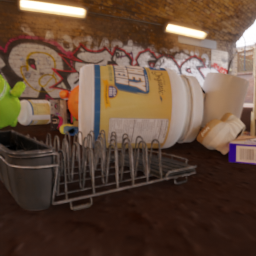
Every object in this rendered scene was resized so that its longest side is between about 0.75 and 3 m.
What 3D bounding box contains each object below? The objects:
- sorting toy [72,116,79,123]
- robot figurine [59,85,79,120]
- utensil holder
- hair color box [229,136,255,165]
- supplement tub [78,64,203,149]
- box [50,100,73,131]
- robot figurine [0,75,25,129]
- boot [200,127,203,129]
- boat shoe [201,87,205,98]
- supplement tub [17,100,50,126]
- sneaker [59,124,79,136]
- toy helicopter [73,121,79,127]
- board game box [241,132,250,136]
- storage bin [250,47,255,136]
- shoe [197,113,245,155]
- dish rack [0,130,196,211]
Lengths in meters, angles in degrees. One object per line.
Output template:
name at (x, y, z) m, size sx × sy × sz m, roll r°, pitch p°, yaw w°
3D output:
sorting toy at (-3.278, -0.930, 15.981) m, size 1.676 × 1.145 × 2.790 m, roll 5°, pitch 8°, yaw 36°
robot figurine at (-1.602, -0.987, 10.896) m, size 1.452 × 1.791 × 2.490 m, roll -34°, pitch 14°, yaw -4°
utensil holder at (3.223, -0.826, 9.790) m, size 1.604 × 1.888 × 1.604 m, roll 16°, pitch 5°, yaw -1°
hair color box at (2.704, 0.453, 6.071) m, size 0.750 × 0.444 × 1.371 m, roll 3°, pitch 5°, yaw 31°
supplement tub at (0.202, -0.505, 7.041) m, size 2.830 × 2.047 × 2.047 m, roll 1°, pitch 6°, yaw -9°
box at (-2.771, -0.536, 11.596) m, size 0.721 × 1.257 × 0.830 m, roll -1°, pitch 5°, yaw 6°
robot figurine at (-5.314, -1.102, 10.924) m, size 2.524 × 1.664 × 2.877 m, roll -9°, pitch -31°, yaw 0°
boot at (2.547, -0.662, 10.710) m, size 1.730 × 1.515 × 0.572 m, roll 12°, pitch 4°, yaw -12°
boat shoe at (1.497, -0.319, 9.289) m, size 2.626 × 0.980 × 1.218 m, roll -40°, pitch -13°, yaw -24°
supplement tub at (-4.549, -0.774, 14.038) m, size 1.235 × 1.235 × 1.707 m, roll 5°, pitch 7°, yaw 39°
sneaker at (-1.855, 0.079, 10.168) m, size 1.165 × 0.441 × 0.612 m, roll -13°, pitch 24°, yaw -34°
toy helicopter at (-0.844, 0.008, 9.622) m, size 2.114 × 0.834 × 1.398 m, roll 8°, pitch -4°, yaw -24°
board game box at (3.725, 0.272, 8.974) m, size 1.113 × 0.192 × 0.753 m, roll -5°, pitch 8°, yaw -41°
storage bin at (4.848, -0.900, 7.526) m, size 2.834 × 2.855 × 1.338 m, roll 1°, pitch 8°, yaw 16°
shoe at (2.528, 0.192, 7.307) m, size 0.738 × 0.966 × 2.763 m, roll 37°, pitch 22°, yaw 21°
dish rack at (-0.511, 0.449, 4.418) m, size 2.943 × 0.803 × 2.258 m, roll -3°, pitch 8°, yaw -33°
